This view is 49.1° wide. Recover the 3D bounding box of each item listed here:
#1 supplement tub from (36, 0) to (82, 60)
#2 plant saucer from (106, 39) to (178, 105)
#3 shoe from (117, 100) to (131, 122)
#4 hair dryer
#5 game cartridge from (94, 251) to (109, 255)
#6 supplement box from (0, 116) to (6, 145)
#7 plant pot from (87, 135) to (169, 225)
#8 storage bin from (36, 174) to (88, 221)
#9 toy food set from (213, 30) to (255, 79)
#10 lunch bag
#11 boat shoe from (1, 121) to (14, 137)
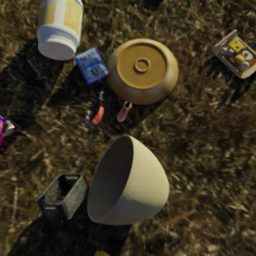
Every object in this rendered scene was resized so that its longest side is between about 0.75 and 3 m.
[{"bbox_3d":[-2.471,-3.685,10.121,1.505,1.505,2.080,3,75,1],"label":"supplement tub"},{"bbox_3d":[0.510,-2.180,10.215,2.672,0.473,2.672,0,75,2],"label":"plant saucer"},{"bbox_3d":[-0.138,-0.608,9.882,0.285,0.362,0.797,31,77,8],"label":"shoe"},{"bbox_3d":[-0.805,-0.444,7.564,0.343,1.264,0.963,33,89,-3],"label":"hair dryer"},{"bbox_3d":[-0.762,4.729,8.534,1.320,0.243,1.498,31,75,8],"label":"game cartridge"},{"bbox_3d":[-5.080,0.616,9.100,1.223,1.249,2.417,16,74,3],"label":"supplement box"},{"bbox_3d":[0.170,1.735,8.363,1.751,2.608,2.608,25,75,-21],"label":"plant pot"},{"bbox_3d":[-1.937,2.050,8.423,0.932,1.378,0.646,-4,118,24],"label":"storage bin"},{"bbox_3d":[4.169,-2.747,10.382,1.201,0.505,1.673,-40,78,-10],"label":"toy food set"},{"bbox_3d":[-1.300,-2.181,10.258,0.877,0.548,1.166,-27,85,-3],"label":"lunch bag"},{"bbox_3d":[-3.816,0.033,8.794,0.331,0.921,0.274,-33,92,-35],"label":"boat shoe"}]
